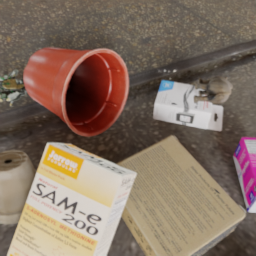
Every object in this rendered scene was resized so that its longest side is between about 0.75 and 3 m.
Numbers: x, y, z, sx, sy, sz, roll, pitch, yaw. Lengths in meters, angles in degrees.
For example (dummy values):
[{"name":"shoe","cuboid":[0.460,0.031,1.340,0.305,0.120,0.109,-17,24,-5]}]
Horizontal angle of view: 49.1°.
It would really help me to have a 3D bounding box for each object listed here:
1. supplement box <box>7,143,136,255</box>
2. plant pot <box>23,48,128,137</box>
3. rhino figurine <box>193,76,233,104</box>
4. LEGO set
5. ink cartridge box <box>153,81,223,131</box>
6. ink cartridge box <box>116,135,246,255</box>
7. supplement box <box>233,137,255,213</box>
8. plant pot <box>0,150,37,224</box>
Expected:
[{"name":"supplement box","cuboid":[-1.203,1.929,5.845,1.788,1.043,2.837,20,91,18]},{"name":"plant pot","cuboid":[-1.853,-1.437,9.204,2.635,2.710,2.710,24,50,35]},{"name":"rhino figurine","cuboid":[2.834,-1.311,9.120,1.065,0.728,2.436,2,19,22]},{"name":"LEGO set","cuboid":[-4.128,-1.635,10.776,1.896,0.828,2.920,32,41,25]},{"name":"ink cartridge box","cuboid":[2.180,-0.801,9.801,2.364,0.788,1.369,11,47,10]},{"name":"ink cartridge box","cuboid":[1.008,1.830,7.080,2.324,1.059,2.821,-24,52,-20]},{"name":"supplement box","cuboid":[3.674,1.263,7.716,0.979,0.959,1.895,3,46,2]},{"name":"plant pot","cuboid":[-2.785,1.298,6.750,1.489,1.292,1.489,0,29,0]}]
